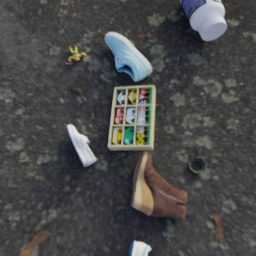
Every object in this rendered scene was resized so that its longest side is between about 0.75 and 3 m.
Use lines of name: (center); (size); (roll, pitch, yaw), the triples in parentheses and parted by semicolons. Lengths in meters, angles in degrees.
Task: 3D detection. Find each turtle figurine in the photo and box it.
turtle figurine: (-2.362, -3.209, 12.247); (1.002, 0.323, 0.808); (-23, 69, -10)

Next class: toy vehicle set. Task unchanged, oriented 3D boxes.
toy vehicle set: (0.177, -0.414, 10.784); (1.642, 0.350, 2.643); (-2, 64, 14)

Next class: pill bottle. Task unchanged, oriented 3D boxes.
pill bottle: (3.335, -5.315, 12.492); (1.524, 1.524, 2.744); (-13, 68, -5)

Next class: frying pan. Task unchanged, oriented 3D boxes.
frying pan: (2.482, 1.216, 10.459); (0.622, 0.167, 1.028); (-18, 66, -8)

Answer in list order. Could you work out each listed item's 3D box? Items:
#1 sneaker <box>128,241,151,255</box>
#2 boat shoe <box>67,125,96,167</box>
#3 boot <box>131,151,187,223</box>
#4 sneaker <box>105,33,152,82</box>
sneaker: (0.291, 4.471, 8.829); (0.654, 0.619, 1.618); (16, 70, -7)
boat shoe: (-1.735, 0.599, 10.490); (0.578, 0.651, 1.770); (-24, 73, -14)
boot: (1.146, 2.056, 9.913); (1.893, 0.824, 2.276); (18, 56, -10)
sneaker: (-0.244, -2.982, 11.799); (1.080, 0.974, 2.636); (-40, 72, -20)
